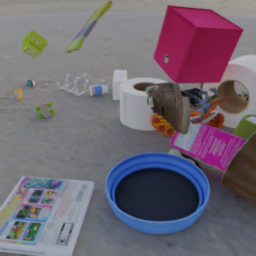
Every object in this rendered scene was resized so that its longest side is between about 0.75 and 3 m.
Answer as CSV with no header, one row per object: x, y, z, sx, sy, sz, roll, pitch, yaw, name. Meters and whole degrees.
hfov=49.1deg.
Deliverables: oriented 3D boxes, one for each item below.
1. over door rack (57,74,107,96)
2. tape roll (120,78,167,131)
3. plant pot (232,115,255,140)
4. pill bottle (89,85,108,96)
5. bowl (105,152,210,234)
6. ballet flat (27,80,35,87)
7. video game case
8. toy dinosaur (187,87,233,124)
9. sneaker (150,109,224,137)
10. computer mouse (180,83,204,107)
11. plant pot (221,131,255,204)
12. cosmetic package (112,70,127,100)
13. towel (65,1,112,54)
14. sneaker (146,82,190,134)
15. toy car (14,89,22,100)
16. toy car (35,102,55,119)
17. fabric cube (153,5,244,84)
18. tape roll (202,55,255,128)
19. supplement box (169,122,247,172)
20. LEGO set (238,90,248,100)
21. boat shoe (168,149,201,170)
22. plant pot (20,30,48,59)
-2.548,-2.523,15.434,1.651,0.744,2.235,23,36,34,over door rack
0.754,-1.060,11.927,2.238,1.537,2.238,0,29,0,tape roll
4.055,0.386,9.337,1.413,1.510,1.413,0,29,0,plant pot
-1.542,-1.981,14.682,0.902,0.506,0.506,-9,30,-16,pill bottle
0.791,1.720,7.820,2.840,0.557,2.840,-2,30,1,bowl
-5.503,-2.546,15.922,0.320,0.318,0.936,-8,29,-31,ballet flat
-2.233,2.193,7.339,2.209,0.288,2.427,3,30,6,video game case
1.694,-0.398,6.192,0.548,0.946,1.043,-26,40,-24,toy dinosaur
2.306,-0.233,11.250,2.985,1.089,1.151,0,11,-12,sneaker
3.627,-1.318,13.485,2.760,0.635,1.938,-23,44,-40,computer mouse
4.109,1.388,7.213,2.226,2.226,2.382,-22,49,-34,plant pot
-0.433,-2.286,14.728,0.737,1.012,1.991,1,28,1,cosmetic package
-1.833,-4.622,13.024,2.827,0.322,2.030,-56,26,-9,towel
1.129,-0.612,8.464,1.103,1.028,2.920,0,24,0,sneaker
-6.345,-1.613,13.608,2.146,1.053,0.714,-12,63,-9,toy car
-3.767,-0.850,12.559,0.713,0.685,0.868,-21,23,-16,toy car
2.318,-2.894,9.797,1.993,1.986,1.955,-6,43,-24,fabric cube
4.681,-1.520,11.591,2.669,2.669,1.833,24,36,37,tape roll
2.578,0.573,8.878,2.135,1.104,1.081,26,-2,31,supplement box
5.956,-1.525,13.446,1.535,0.889,1.180,8,30,15,LEGO set
1.800,1.109,9.186,0.431,0.503,1.376,26,2,-33,boat shoe
-3.927,-3.398,11.603,0.806,0.810,0.735,-12,58,42,plant pot
